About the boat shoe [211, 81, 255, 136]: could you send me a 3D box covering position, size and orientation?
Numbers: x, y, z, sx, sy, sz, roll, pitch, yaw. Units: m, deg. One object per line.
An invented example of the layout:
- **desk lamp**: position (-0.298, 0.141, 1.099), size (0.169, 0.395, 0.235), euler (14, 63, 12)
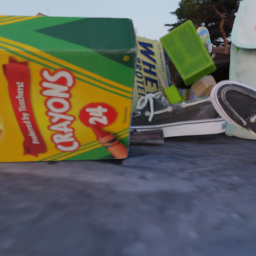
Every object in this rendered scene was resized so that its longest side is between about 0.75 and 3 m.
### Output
- **boat shoe**: position (1.774, -0.088, 3.594), size (1.582, 0.567, 0.536), euler (43, 4, 10)

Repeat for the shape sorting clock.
- **shape sorting clock**: position (2.036, -1.473, 8.009), size (0.522, 2.660, 2.660), euler (12, 13, 29)

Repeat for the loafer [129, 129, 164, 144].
- **loafer**: position (0.201, 0.135, 5.087), size (0.906, 0.285, 0.326), euler (4, -9, 4)

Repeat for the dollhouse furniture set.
- **dollhouse furniture set**: position (1.558, -1.076, 6.390), size (1.400, 1.081, 2.801), euler (-29, -24, 16)

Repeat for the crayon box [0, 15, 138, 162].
- **crayon box**: position (-1.397, -0.373, 3.474), size (2.886, 1.832, 0.733), euler (-1, 48, -5)

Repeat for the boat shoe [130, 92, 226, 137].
- **boat shoe**: position (0.589, -0.265, 5.541), size (2.517, 0.860, 0.929), euler (-4, 7, 22)

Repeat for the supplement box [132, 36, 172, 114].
- **supplement box**: position (-0.650, -1.105, 7.101), size (2.623, 1.761, 2.620), euler (-7, 3, 37)

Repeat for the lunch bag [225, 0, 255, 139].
- **lunch bag**: position (3.331, -1.223, 5.286), size (2.529, 2.968, 1.810), euler (9, 12, 40)

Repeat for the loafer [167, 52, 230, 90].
- **loafer**: position (1.856, -1.459, 6.436), size (2.312, 0.844, 0.825), euler (-8, 53, -35)
